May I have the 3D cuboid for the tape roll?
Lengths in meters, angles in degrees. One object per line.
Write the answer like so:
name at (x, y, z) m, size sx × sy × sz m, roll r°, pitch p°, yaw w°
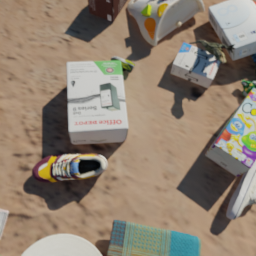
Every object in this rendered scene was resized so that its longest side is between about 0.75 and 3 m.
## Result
tape roll at (-1.655, 3.876, 6.798) m, size 2.452 × 0.448 × 2.452 m, roll 4°, pitch 66°, yaw -8°

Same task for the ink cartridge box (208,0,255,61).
ink cartridge box at (4.523, -3.745, 9.651) m, size 2.842 × 0.672 × 2.275 m, roll -19°, pitch 57°, yaw 7°

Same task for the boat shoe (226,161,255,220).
boat shoe at (3.415, 1.785, 7.797) m, size 0.684 × 0.694 × 1.959 m, roll 31°, pitch 63°, yaw 15°

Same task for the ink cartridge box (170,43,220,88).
ink cartridge box at (2.303, -2.118, 9.487) m, size 1.409 × 0.594 × 1.029 m, roll 23°, pitch 69°, yaw 10°

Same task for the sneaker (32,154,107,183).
sneaker at (-1.669, 1.086, 7.821) m, size 2.159 × 0.973 × 0.809 m, roll -10°, pitch 85°, yaw -4°

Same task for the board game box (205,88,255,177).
board game box at (3.416, 0.139, 8.186) m, size 1.143 × 1.123 × 2.180 m, roll 35°, pitch 73°, yaw 14°

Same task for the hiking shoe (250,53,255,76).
hiking shoe at (4.560, -2.088, 9.463) m, size 0.718 × 0.616 × 1.655 m, roll -26°, pitch 69°, yaw -11°

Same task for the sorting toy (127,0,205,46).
sorting toy at (1.130, -4.525, 10.347) m, size 2.469 × 1.319 × 2.222 m, roll -38°, pitch 52°, yaw -13°

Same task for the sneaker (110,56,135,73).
sneaker at (-0.234, -2.170, 9.624) m, size 0.968 × 0.360 × 0.410 m, roll 23°, pitch 96°, yaw 26°

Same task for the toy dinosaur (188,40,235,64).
toy dinosaur at (2.830, -2.579, 9.113) m, size 0.923 × 0.497 × 2.095 m, roll 0°, pitch 28°, yaw -15°

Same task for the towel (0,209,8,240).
towel at (-3.766, 2.586, 7.514) m, size 0.872 × 0.147 × 0.913 m, roll 14°, pitch 85°, yaw -4°

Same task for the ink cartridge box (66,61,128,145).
ink cartridge box at (-0.961, -0.795, 8.619) m, size 1.738 × 1.001 × 2.381 m, roll -4°, pitch 67°, yaw -7°

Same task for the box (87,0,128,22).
box at (-0.737, -4.926, 10.410) m, size 1.069 × 1.080 × 1.302 m, roll 24°, pitch 67°, yaw 9°

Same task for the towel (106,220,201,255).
towel at (0.631, 3.429, 7.057) m, size 2.417 × 0.262 × 1.773 m, roll 14°, pitch 65°, yaw -5°

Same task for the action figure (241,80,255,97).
action figure at (4.263, -0.955, 8.964) m, size 1.697 × 0.464 × 1.003 m, roll 50°, pitch 116°, yaw 26°
